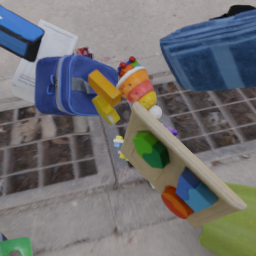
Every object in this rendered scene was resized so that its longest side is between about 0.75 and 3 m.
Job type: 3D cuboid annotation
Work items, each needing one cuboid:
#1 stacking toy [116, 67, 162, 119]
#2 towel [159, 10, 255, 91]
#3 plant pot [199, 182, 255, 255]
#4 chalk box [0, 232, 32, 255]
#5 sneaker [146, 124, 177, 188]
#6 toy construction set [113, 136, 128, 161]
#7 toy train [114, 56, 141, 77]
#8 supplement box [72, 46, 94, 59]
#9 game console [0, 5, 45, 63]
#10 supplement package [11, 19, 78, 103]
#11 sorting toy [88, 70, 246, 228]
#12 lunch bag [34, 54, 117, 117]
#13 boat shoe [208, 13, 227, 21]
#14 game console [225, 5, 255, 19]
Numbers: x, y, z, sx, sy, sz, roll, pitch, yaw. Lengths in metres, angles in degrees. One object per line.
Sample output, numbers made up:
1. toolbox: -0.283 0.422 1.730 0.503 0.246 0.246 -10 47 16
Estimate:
1. stacking toy: 0.374 -0.726 6.502 0.886 0.886 1.213 -33 76 -24
2. towel: 2.223 -1.425 5.597 2.969 1.658 0.721 -1 52 37
3. plant pot: 2.816 2.177 5.863 2.300 2.422 2.422 14 50 28
4. chalk box: -3.323 2.884 5.348 2.834 1.756 1.769 -15 52 -12
5. sneaker: 1.008 0.704 7.807 0.885 0.855 2.120 13 51 4
6. toy construction set: 0.441 0.484 5.447 1.436 0.942 0.662 20 91 52
7. toy train: -0.057 -1.948 10.221 1.407 0.596 0.814 -37 73 -27
8. supplement box: -1.906 -2.895 11.136 0.960 0.292 0.522 -18 53 -13
9. game console: -2.522 -1.799 5.266 1.607 0.951 1.371 27 25 -14
10. supplement package: -2.116 -1.571 7.114 1.028 0.990 1.808 23 73 -14
11. sorting toy: 0.262 0.399 3.989 0.334 1.856 2.491 -40 75 -20
12. lunch bag: -1.089 -0.905 6.251 1.258 1.291 1.901 2 2 30
13. boat shoe: 4.280 -4.790 12.508 1.845 0.612 0.690 -15 52 -12
14. game console: 3.311 -2.961 8.405 1.066 0.218 1.807 24 76 24
